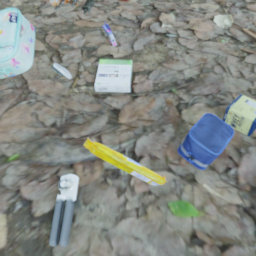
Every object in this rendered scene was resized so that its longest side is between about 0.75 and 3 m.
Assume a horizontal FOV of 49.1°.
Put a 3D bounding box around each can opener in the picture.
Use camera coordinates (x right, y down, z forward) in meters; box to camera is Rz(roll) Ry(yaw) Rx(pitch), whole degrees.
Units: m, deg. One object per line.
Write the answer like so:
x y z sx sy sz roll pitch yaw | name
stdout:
-1.667 2.162 7.504 0.518 0.654 1.967 0 53 3 | can opener

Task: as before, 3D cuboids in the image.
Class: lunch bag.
-3.356 -1.953 6.891 2.123 0.818 1.702 -11 61 13 | lunch bag
2.373 0.503 8.790 1.141 1.111 1.679 39 53 15 | lunch bag

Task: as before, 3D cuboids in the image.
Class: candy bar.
-0.065 0.852 6.635 2.185 0.545 0.242 29 61 -12 | candy bar

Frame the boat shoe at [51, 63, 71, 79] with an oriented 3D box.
-2.354 -1.964 9.859 0.277 0.780 0.281 -31 37 29 | boat shoe

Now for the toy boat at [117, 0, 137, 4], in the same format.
-0.212 -5.514 10.432 1.879 1.228 1.226 34 93 36 | toy boat

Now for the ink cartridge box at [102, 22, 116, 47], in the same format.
-0.768 -3.787 11.335 0.190 0.905 0.540 -31 58 -5 | ink cartridge box

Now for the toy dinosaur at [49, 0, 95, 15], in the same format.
-1.699 -4.760 9.584 2.155 1.463 1.101 -26 77 0 | toy dinosaur

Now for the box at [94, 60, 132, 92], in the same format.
-0.596 -2.296 12.189 1.490 0.375 2.064 2 46 2 | box

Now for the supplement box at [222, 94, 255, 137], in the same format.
4.179 -0.471 10.033 1.089 0.732 1.090 32 53 29 | supplement box

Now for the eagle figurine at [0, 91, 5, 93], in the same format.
-5.990 -1.286 10.783 1.845 1.393 1.400 32 91 -9 | eagle figurine
